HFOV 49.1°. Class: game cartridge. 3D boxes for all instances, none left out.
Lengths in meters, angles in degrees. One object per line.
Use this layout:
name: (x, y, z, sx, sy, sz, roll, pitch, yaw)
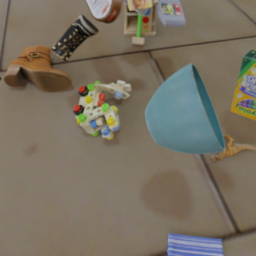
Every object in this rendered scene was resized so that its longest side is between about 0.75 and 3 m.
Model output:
game cartridge: (1.487, -4.104, 9.917, 0.868, 0.267, 1.304, -3, 61, -8)

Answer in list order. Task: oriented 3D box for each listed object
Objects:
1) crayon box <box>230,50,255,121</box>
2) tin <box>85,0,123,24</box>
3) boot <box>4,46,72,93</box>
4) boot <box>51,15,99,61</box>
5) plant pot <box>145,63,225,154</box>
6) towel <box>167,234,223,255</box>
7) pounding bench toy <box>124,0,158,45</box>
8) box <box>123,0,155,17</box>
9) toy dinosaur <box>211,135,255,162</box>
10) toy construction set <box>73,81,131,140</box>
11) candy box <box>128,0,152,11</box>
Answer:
crayon box: (2.665, -0.660, 5.591, 0.967, 1.538, 0.397, 26, 49, 31)
tin: (-0.930, -4.467, 9.043, 0.487, 1.302, 2.325, -9, 69, -41)
boot: (-3.416, -2.479, 11.409, 2.758, 1.058, 2.141, 0, 47, 10)
boot: (-1.609, -2.626, 8.298, 1.387, 0.674, 1.842, -46, 30, 8)
plant pot: (0.954, -0.207, 5.127, 1.094, 1.625, 1.625, -20, 46, 22)
towel: (1.637, 3.590, 6.719, 1.438, 0.237, 1.986, 5, 50, 3)
pounding bench toy: (0.574, -5.266, 13.015, 1.519, 1.907, 2.445, 1, 50, 1)
box: (0.305, -4.909, 10.228, 1.113, 0.958, 1.119, 40, 15, 8)
toy dinosaur: (3.429, 0.651, 9.107, 1.713, 0.518, 0.910, -17, 72, -4)
toy construction set: (-0.878, -0.823, 9.724, 1.814, 1.274, 2.766, -9, 38, 24)
candy box: (0.278, -4.021, 7.965, 0.678, 1.175, 0.325, -6, 30, 10)
